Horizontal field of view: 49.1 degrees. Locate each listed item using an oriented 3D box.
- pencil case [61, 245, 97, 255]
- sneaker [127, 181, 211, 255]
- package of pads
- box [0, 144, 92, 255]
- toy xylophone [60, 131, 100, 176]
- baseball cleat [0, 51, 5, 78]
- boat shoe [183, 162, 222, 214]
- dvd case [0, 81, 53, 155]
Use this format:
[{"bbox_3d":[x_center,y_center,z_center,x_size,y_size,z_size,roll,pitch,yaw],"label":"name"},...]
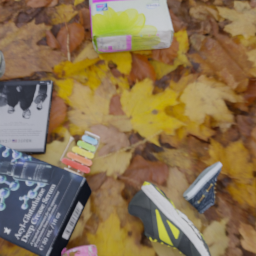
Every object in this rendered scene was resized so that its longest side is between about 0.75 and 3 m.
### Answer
[{"bbox_3d":[-1.015,3.948,6.688,0.898,0.938,2.169,-31,61,27],"label":"pencil case"},{"bbox_3d":[1.068,2.698,7.400,1.127,0.992,2.664,-43,72,4],"label":"sneaker"},{"bbox_3d":[0.079,-4.012,10.594,2.988,1.019,2.308,-6,63,-3],"label":"package of pads"},{"bbox_3d":[-2.646,1.918,7.374,2.712,1.452,2.013,19,65,10],"label":"box"},{"bbox_3d":[-1.501,0.780,8.557,1.057,0.363,1.444,14,64,7],"label":"toy xylophone"},{"bbox_3d":[-4.528,-1.466,9.195,0.789,1.204,2.262,23,96,-5],"label":"baseball cleat"},{"bbox_3d":[2.303,1.708,8.051,1.572,0.556,0.714,-39,87,-22],"label":"boat shoe"},{"bbox_3d":[-3.572,-0.387,9.164,1.990,0.327,2.648,-1,64,-1],"label":"dvd case"}]
